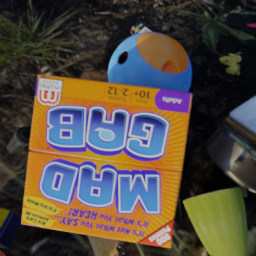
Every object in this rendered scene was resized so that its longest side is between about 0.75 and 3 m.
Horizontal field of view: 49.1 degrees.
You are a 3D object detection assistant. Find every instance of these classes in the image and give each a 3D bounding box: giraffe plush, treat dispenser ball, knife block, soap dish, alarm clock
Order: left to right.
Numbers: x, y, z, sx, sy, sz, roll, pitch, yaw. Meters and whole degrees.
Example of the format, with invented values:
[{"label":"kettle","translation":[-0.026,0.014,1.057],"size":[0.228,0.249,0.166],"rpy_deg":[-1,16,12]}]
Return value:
[{"label":"knife block","translation":[-0.573,2.994,6.823],"size":[1.540,0.493,1.352],"rpy_deg":[8,68,23]},{"label":"treat dispenser ball","translation":[0.671,-1.648,8.788],"size":[2.595,2.595,2.595],"rpy_deg":[0,55,0]},{"label":"giraffe plush","translation":[3.922,-2.329,10.494],"size":[0.781,0.905,0.734],"rpy_deg":[-3,87,-13]},{"label":"alarm clock","translation":[2.945,0.707,7.482],"size":[1.892,0.934,2.806],"rpy_deg":[33,23,-10]},{"label":"soap dish","translation":[4.175,-0.111,8.220],"size":[1.611,0.831,2.047],"rpy_deg":[-33,35,-2]}]

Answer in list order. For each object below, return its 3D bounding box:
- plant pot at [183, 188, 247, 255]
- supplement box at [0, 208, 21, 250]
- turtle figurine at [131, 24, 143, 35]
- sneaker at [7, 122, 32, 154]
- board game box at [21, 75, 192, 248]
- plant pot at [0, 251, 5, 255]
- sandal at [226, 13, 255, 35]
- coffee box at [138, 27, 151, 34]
[{"label":"plant pot","translation":[2.279,2.424,6.843],"size":[1.476,1.476,1.578],"rpy_deg":[-10,69,-7]},{"label":"supplement box","translation":[-3.600,2.421,7.093],"size":[1.425,0.776,0.780],"rpy_deg":[13,56,10]},{"label":"turtle figurine","translation":[0.433,-3.980,11.440],"size":[0.787,0.590,0.396],"rpy_deg":[10,28,-33]},{"label":"sneaker","translation":[-2.937,0.249,8.319],"size":[0.812,1.790,0.680],"rpy_deg":[-39,89,20]},{"label":"board game box","translation":[-0.328,0.548,6.450],"size":[2.857,2.854,2.855],"rpy_deg":[8,92,5]},{"label":"plant pot","translation":[-3.619,3.577,5.414],"size":[2.562,2.562,2.267],"rpy_deg":[1,44,1]},{"label":"sandal","translation":[5.466,-4.513,12.009],"size":[2.524,0.569,0.948],"rpy_deg":[26,59,17]},{"label":"coffee box","translation":[0.685,-3.144,10.774],"size":[0.818,0.826,0.827],"rpy_deg":[40,78,18]}]
